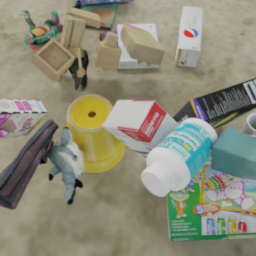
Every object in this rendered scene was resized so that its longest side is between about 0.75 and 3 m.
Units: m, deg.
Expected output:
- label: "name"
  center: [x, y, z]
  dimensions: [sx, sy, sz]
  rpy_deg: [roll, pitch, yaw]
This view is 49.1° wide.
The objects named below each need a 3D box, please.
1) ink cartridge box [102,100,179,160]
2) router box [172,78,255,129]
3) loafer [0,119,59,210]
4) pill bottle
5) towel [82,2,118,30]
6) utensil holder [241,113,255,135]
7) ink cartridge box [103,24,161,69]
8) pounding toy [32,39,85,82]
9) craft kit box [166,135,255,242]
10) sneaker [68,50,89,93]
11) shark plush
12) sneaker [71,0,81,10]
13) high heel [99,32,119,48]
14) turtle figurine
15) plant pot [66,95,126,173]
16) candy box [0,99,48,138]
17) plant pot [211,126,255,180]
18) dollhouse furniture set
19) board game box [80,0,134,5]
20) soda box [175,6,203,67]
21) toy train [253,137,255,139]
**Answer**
- label: "ink cartridge box"
  center: [0.606, 0.230, 6.868]
  dimensions: [1.446, 2.004, 0.839]
  rpy_deg: [8, 64, 54]
- label: "router box"
  center: [2.240, -0.368, 7.553]
  dimensions: [1.974, 2.511, 0.656]
  rpy_deg: [-19, 80, -11]
- label: "loafer"
  center: [-2.229, 0.794, 6.415]
  dimensions: [0.713, 0.814, 2.265]
  rpy_deg: [41, 56, -13]
- label: "pill bottle"
  center: [1.011, 0.596, 5.603]
  dimensions: [0.943, 0.943, 1.703]
  rpy_deg: [36, 53, 21]
- label: "towel"
  center: [-1.273, -4.991, 12.047]
  dimensions: [1.506, 0.223, 2.054]
  rpy_deg: [6, 57, 5]
- label: "utensil holder"
  center: [3.750, 0.152, 8.265]
  dimensions: [0.788, 0.928, 0.788]
  rpy_deg: [1, 50, -1]
- label: "ink cartridge box"
  center: [0.085, -3.161, 10.737]
  dimensions: [2.147, 0.465, 2.108]
  rpy_deg: [-2, 58, -3]
- label: "pounding toy"
  center: [-1.774, -1.785, 7.752]
  dimensions: [1.252, 0.573, 1.100]
  rpy_deg: [41, 62, -10]
- label: "craft kit box"
  center: [2.285, 1.522, 7.346]
  dimensions: [2.627, 0.637, 2.595]
  rpy_deg: [-7, 53, 9]
- label: "sneaker"
  center: [-1.687, -1.863, 9.336]
  dimensions: [0.648, 0.617, 1.635]
  rpy_deg: [-2, 61, 5]
- label: "shark plush"
  center: [-1.454, 0.990, 6.526]
  dimensions: [0.882, 0.963, 2.119]
  rpy_deg: [-25, 50, -3]
- label: "sneaker"
  center: [-2.193, -5.300, 12.227]
  dimensions: [0.298, 0.268, 0.765]
  rpy_deg: [24, 68, 18]
- label: "high heel"
  center: [-0.582, -2.735, 9.123]
  dimensions: [0.366, 0.521, 1.087]
  rpy_deg: [-36, 51, -1]
- label: "turtle figurine"
  center: [-3.289, -3.758, 10.698]
  dimensions: [1.764, 1.186, 2.357]
  rpy_deg: [37, 48, 7]
- label: "plant pot"
  center: [-0.965, 0.079, 7.867]
  dimensions: [1.859, 1.749, 1.859]
  rpy_deg: [1, 57, -1]
- label: "candy box"
  center: [-2.554, -0.192, 6.130]
  dimensions: [0.915, 1.342, 0.409]
  rpy_deg: [-41, 76, 24]
- label: "plant pot"
  center: [2.261, 0.558, 5.542]
  dimensions: [0.981, 0.693, 0.693]
  rpy_deg: [21, 51, 33]
- label: "dollhouse furniture set"
  center: [-0.789, -2.116, 8.960]
  dimensions: [2.773, 2.260, 2.637]
  rpy_deg: [9, 31, -17]
- label: "board game box"
  center: [-1.014, -5.975, 12.302]
  dimensions: [2.288, 0.396, 1.550]
  rpy_deg: [-8, 45, -9]
- label: "soda box"
  center: [2.336, -3.521, 10.715]
  dimensions: [0.801, 0.857, 2.516]
  rpy_deg: [8, 58, 5]
- label: "toy train"
  center: [3.161, 0.414, 7.013]
  dimensions: [1.640, 0.280, 0.376]
  rpy_deg: [-30, 92, 17]
